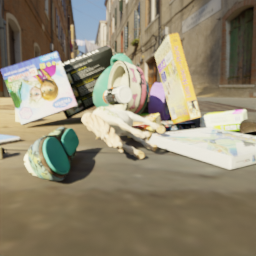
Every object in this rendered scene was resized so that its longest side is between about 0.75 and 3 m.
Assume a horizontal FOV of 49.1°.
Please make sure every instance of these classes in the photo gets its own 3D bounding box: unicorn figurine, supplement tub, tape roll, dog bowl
[{"bbox_3d":[-0.204,-0.022,6.616,1.928,1.036,2.806,26,-5,18],"label":"unicorn figurine"},{"bbox_3d":[-0.322,-0.897,7.864,0.521,0.521,0.850,-6,3,-36],"label":"supplement tub"},{"bbox_3d":[1.538,-1.209,12.938,0.718,1.689,1.689,9,11,23],"label":"tape roll"},{"bbox_3d":[-0.057,-1.364,10.164,0.759,2.060,2.060,-1,8,-24],"label":"dog bowl"}]

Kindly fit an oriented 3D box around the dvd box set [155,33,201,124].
[{"bbox_3d":[1.488,-1.418,8.804,0.370,2.520,1.843,-15,-3,-7],"label":"dvd box set"}]

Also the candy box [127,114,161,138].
[{"bbox_3d":[0.490,-0.086,8.489,0.771,0.369,1.336,-8,12,19],"label":"candy box"}]

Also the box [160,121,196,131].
[{"bbox_3d":[1.759,-0.098,10.504,1.257,0.237,0.858,-3,8,-18],"label":"box"}]

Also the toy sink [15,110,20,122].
[{"bbox_3d":[-4.534,-0.546,12.441,0.900,0.587,0.504,5,9,35],"label":"toy sink"}]

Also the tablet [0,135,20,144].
[{"bbox_3d":[-4.128,0.394,7.375,1.370,0.144,2.106,4,8,30],"label":"tablet"}]

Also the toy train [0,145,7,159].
[{"bbox_3d":[-3.496,0.520,5.915,1.805,0.308,0.413,-1,11,-1],"label":"toy train"}]

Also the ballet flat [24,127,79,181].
[{"bbox_3d":[-1.413,0.517,5.016,0.832,0.832,2.242,0,6,1],"label":"ballet flat"}]

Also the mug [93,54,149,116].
[{"bbox_3d":[-0.219,-1.495,12.095,1.713,2.276,2.770,33,-6,25],"label":"mug"}]

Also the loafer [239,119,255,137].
[{"bbox_3d":[3.767,0.239,7.330,1.756,0.641,0.626,8,44,36],"label":"loafer"}]

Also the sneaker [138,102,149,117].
[{"bbox_3d":[0.582,-1.077,14.416,2.553,1.070,0.980,0,8,2],"label":"sneaker"}]

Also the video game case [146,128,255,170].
[{"bbox_3d":[2.109,0.373,6.695,2.315,0.279,2.539,-6,12,-33],"label":"video game case"}]

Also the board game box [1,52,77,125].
[{"bbox_3d":[-3.347,-1.500,10.677,2.210,2.205,0.455,-21,2,-7],"label":"board game box"}]

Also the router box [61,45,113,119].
[{"bbox_3d":[-1.828,-2.028,12.394,2.988,2.228,0.763,-26,30,-13],"label":"router box"}]

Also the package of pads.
[{"bbox_3d":[3.274,-0.236,9.563,1.373,0.606,1.778,-6,4,26],"label":"package of pads"}]
